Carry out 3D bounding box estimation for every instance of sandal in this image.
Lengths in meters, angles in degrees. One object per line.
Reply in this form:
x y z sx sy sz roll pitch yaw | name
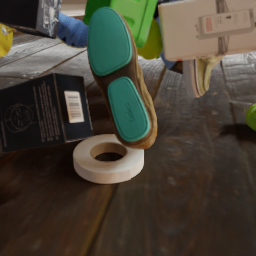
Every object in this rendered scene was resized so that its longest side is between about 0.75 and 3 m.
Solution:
-2.347 -3.603 9.783 2.516 1.000 1.095 24 -1 -1 | sandal

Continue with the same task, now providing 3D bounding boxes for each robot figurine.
4.196 -0.217 8.490 1.269 0.837 1.446 13 20 -28 | robot figurine

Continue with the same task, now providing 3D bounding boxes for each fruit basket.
0.111 -2.035 5.348 1.731 1.249 1.731 15 15 -4 | fruit basket

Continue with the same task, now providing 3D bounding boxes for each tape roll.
-0.491 0.741 7.215 1.840 0.336 1.840 1 28 0 | tape roll

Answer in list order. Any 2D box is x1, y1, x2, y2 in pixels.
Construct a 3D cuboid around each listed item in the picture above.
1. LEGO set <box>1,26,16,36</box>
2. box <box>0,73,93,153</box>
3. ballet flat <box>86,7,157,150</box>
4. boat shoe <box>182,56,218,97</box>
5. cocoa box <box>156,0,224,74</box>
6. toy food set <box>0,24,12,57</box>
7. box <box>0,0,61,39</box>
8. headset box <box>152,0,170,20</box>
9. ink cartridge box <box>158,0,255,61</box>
-2.807 -2.540 7.168 0.829 0.308 0.381 -15 63 -19 | LEGO set
-1.615 -0.251 5.309 1.604 1.191 0.859 -9 1 27 | box
-0.053 -0.695 4.167 0.761 0.812 2.245 -24 69 11 | ballet flat
1.924 -2.137 6.930 0.924 2.978 1.072 9 32 25 | boat shoe
2.284 -3.210 8.741 1.827 2.784 1.856 4 50 -42 | cocoa box
-4.321 -3.121 8.874 1.111 1.888 0.617 2 -6 -36 | toy food set
-1.474 -2.094 4.342 0.625 1.201 1.094 10 12 -2 | box
0.611 -4.143 10.429 2.548 2.218 1.182 11 60 1 | headset box
1.917 -1.959 5.533 2.440 1.010 1.787 -5 11 13 | ink cartridge box
